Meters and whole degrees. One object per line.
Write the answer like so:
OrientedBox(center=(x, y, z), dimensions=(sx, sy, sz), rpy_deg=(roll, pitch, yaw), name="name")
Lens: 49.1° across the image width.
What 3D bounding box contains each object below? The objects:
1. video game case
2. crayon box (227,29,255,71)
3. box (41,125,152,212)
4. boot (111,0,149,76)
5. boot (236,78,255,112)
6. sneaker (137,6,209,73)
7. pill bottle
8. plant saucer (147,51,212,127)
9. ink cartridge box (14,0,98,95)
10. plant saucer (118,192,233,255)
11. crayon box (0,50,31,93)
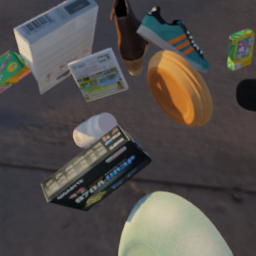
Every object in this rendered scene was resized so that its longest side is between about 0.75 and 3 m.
OrientedBox(center=(-0.701, -1.210, 6.588), dimensions=(1.134, 1.032, 0.130), rpy_deg=(-15, 29, 19), name="video game case")
OrientedBox(center=(3.872, -2.678, 9.647), dimensions=(0.736, 1.239, 0.361), rpy_deg=(-22, 43, -9), name="crayon box")
OrientedBox(center=(-0.484, 0.794, 5.030), dimensions=(1.673, 1.329, 0.385), rpy_deg=(-37, 59, 3), name="box")
OrientedBox(center=(0.090, -3.376, 8.994), dimensions=(1.023, 2.352, 2.827), rpy_deg=(-7, 54, 8), name="boot")
OrientedBox(center=(4.145, -0.671, 6.300), dimensions=(1.918, 1.074, 2.773), rpy_deg=(-8, 27, -20), name="boot")
OrientedBox(center=(1.403, -2.317, 7.487), dimensions=(2.296, 0.917, 0.819), rpy_deg=(28, 13, -20), name="sneaker")
OrientedBox(center=(-0.842, 0.074, 7.186), dimensions=(0.681, 1.202, 0.681), rpy_deg=(15, 65, -34), name="pill bottle")
OrientedBox(center=(1.048, -0.788, 6.320), dimensions=(0.362, 1.932, 1.932), rpy_deg=(-36, 54, -17), name="plant saucer")
OrientedBox(center=(-1.918, -2.242, 7.842), dimensions=(2.112, 2.598, 0.741), rpy_deg=(-40, 87, -21), name="ink cartridge box")
OrientedBox(center=(0.438, 2.172, 3.805), dimensions=(0.483, 2.511, 2.511), rpy_deg=(-1, 39, -34), name="plant saucer")
OrientedBox(center=(-3.701, -1.278, 7.697), dimensions=(1.957, 0.570, 1.162), rpy_deg=(-36, 11, -3), name="crayon box")
